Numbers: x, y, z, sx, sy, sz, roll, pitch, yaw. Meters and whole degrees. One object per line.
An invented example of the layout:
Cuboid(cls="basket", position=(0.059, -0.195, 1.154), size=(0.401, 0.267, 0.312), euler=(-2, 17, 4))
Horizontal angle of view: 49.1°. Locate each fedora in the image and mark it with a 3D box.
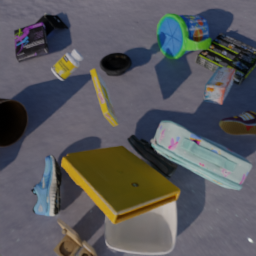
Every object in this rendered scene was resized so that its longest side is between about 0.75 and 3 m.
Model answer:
Cuboid(cls="fedora", position=(-0.556, -2.761, 12.729), size=(1.457, 0.665, 1.457), euler=(-1, 55, 1))

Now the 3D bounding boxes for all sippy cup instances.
Cuboid(cls="sippy cup", position=(2.699, -4.459, 13.290), size=(1.924, 2.061, 2.625), euler=(-21, 80, -27))

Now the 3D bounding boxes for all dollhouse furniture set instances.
Cuboid(cls="dollhouse furniture set", position=(-1.728, 3.844, 7.547), size=(1.680, 1.440, 1.767), euler=(30, 60, 20))

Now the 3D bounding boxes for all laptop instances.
Cuboid(cls="laptop", position=(-4.100, -5.366, 14.856), size=(1.328, 0.686, 1.177), euler=(-20, 64, -44))

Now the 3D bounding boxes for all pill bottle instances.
Cuboid(cls="pill bottle", position=(-2.060, -2.169, 9.585), size=(1.061, 0.594, 0.594), euler=(-41, 60, 9))

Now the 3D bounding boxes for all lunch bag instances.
Cuboid(cls="lunch bag", position=(2.129, 0.807, 8.705), size=(2.918, 2.340, 1.125), euler=(26, 94, -5))

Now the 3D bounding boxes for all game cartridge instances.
Cuboid(cls="game cartridge", position=(-0.285, 1.485, 8.402), size=(2.524, 0.464, 2.863), euler=(-5, 27, -41))

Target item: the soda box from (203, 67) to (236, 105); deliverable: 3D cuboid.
Cuboid(cls="soda box", position=(3.307, -1.561, 10.081), size=(0.683, 0.635, 1.996), euler=(16, 36, 23))

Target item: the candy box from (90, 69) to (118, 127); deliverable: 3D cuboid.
Cuboid(cls="candy box", position=(-0.838, -1.064, 9.741), size=(0.255, 0.986, 1.928), euler=(-22, 60, 6))

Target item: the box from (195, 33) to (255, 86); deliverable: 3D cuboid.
Cuboid(cls="box", position=(4.789, -3.307, 13.203), size=(2.367, 0.562, 2.286), euler=(34, 63, 21))

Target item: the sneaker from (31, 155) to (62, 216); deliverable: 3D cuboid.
Cuboid(cls="sneaker", position=(-2.788, 1.865, 9.355), size=(0.963, 0.839, 2.141), euler=(-6, 54, 0))

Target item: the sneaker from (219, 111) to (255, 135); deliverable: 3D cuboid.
Cuboid(cls="sneaker", position=(4.483, -0.241, 10.987), size=(1.946, 0.729, 0.877), euler=(5, 45, -3))

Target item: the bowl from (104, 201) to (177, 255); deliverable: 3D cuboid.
Cuboid(cls="bowl", position=(0.399, 2.825, 8.675), size=(2.140, 0.800, 2.143), euler=(4, 54, 3))

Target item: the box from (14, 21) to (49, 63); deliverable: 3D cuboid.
Cuboid(cls="box", position=(-4.790, -4.263, 13.807), size=(1.553, 0.392, 2.173), euler=(-19, 58, 0))

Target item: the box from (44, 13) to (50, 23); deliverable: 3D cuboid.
Cuboid(cls="box", position=(-4.273, -5.754, 14.999), size=(0.310, 0.379, 0.798), euler=(-2, 52, -31))

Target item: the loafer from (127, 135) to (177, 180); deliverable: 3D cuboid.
Cuboid(cls="loafer", position=(0.856, 0.888, 9.789), size=(2.082, 0.748, 0.655), euler=(45, 103, 22))

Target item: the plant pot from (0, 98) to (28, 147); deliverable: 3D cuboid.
Cuboid(cls="plant pot", position=(-5.144, -0.411, 10.578), size=(1.908, 1.784, 1.784), euler=(18, 56, 28))
